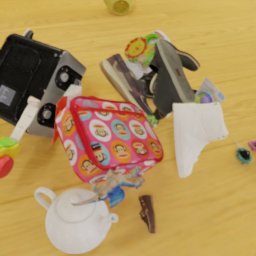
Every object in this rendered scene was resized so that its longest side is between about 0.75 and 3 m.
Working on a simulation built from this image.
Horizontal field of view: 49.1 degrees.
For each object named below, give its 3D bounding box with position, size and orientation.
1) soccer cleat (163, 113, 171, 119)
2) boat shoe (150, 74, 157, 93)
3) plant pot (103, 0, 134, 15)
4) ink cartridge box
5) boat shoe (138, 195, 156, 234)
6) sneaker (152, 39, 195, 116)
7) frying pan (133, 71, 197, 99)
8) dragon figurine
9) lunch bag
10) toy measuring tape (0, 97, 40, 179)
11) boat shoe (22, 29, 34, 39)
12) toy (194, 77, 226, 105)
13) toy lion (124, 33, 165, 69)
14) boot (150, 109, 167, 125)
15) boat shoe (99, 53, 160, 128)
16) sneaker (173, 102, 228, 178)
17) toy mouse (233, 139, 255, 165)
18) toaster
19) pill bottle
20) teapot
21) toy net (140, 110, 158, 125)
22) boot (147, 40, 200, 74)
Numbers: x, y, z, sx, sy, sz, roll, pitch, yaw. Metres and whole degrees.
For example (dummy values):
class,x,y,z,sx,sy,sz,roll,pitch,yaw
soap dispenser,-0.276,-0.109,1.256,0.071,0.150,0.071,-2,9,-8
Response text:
class,x,y,z,sx,sy,sz,roll,pitch,yaw
soccer cleat,1.303,-0.555,9.824,0.470,0.380,1.089,-24,0,6
boat shoe,1.222,-1.572,8.823,0.459,0.510,1.417,22,53,37
plant pot,-0.588,-8.777,19.184,2.400,2.400,1.704,-5,61,-7
ink cartridge box,-1.696,-0.371,7.968,0.454,1.294,1.592,10,26,-6
boat shoe,0.462,2.120,6.906,0.392,0.393,1.115,2,31,-6
sneaker,0.952,-1.362,7.693,0.745,1.058,1.992,-11,78,-47
frying pan,1.510,-1.780,11.598,2.824,0.460,1.708,-1,47,-7
dragon figurine,-0.377,1.364,5.971,1.624,0.808,0.478,-40,49,4
lunch bag,-0.484,0.147,7.468,2.739,1.122,2.413,1,55,-49
toy measuring tape,-2.764,0.299,6.180,0.910,0.910,2.474,20,76,23
boat shoe,-4.108,-2.900,11.227,0.704,2.083,0.748,21,16,-8
toy,2.159,-0.661,8.271,0.348,1.472,0.848,-23,63,-28
toy lion,0.513,-2.667,9.350,1.276,0.438,1.223,-42,55,6
boot,0.943,-0.603,9.014,0.360,0.644,0.930,27,48,-21
boat shoe,0.197,-1.304,9.549,0.945,1.049,2.917,-39,86,-2
sneaker,1.853,0.389,7.112,1.350,2.335,0.860,-4,39,7
toy mouse,3.820,0.800,8.580,1.479,0.322,1.664,32,48,33
toaster,-3.163,-1.341,9.078,2.987,1.772,2.701,23,88,25
pill bottle,0.693,-2.550,9.927,1.672,0.948,0.948,-41,46,2
teapot,-1.215,1.965,6.459,1.608,1.174,1.587,-14,41,-16
toy net,-0.242,-0.188,8.814,2.178,1.143,0.421,20,33,-2
boot,1.322,-1.812,8.275,1.441,0.558,0.997,28,71,-3
